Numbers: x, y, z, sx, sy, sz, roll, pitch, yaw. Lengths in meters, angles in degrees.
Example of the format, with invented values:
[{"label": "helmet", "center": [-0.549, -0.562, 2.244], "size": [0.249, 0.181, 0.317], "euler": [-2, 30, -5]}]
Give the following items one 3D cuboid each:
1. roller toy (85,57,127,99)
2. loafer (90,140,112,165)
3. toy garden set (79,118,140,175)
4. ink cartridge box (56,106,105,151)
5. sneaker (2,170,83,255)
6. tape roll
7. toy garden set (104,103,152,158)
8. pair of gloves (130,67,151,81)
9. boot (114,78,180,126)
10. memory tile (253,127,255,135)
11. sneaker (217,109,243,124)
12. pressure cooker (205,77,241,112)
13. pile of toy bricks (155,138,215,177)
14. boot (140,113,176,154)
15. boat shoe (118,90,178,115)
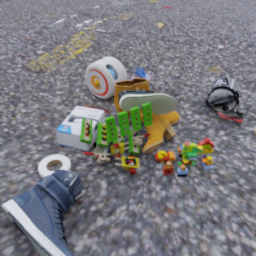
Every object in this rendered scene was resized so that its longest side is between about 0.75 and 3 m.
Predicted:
[{"label": "roller toy", "center": [-1.078, -2.288, 12.978], "size": [1.912, 1.744, 1.336], "euler": [25, 44, 29]}, {"label": "loafer", "center": [-0.945, 0.513, 10.196], "size": [0.645, 0.696, 1.851], "euler": [7, 38, 3]}, {"label": "toy garden set", "center": [-0.542, 0.562, 9.543], "size": [2.178, 0.435, 1.815], "euler": [14, 47, -19]}, {"label": "ink cartridge box", "center": [-1.784, -0.027, 10.867], "size": [1.257, 0.732, 1.739], "euler": [11, 39, 14]}, {"label": "sneaker", "center": [-1.759, 2.303, 7.516], "size": [2.915, 1.108, 2.106], "euler": [30, 49, 35]}, {"label": "tape roll", "center": [-2.493, 1.341, 9.526], "size": [1.086, 0.198, 1.086], "euler": [1, 38, -1]}, {"label": "toy garden set", "center": [0.031, 0.082, 9.523], "size": [1.802, 1.502, 0.360], "euler": [-22, 28, -29]}, {"label": "pair of gloves", "center": [0.609, -2.373, 13.477], "size": [0.937, 0.133, 1.165], "euler": [31, 58, -14]}, {"label": "boot", "center": [0.803, -1.029, 11.174], "size": [2.727, 1.952, 0.959], "euler": [0, 38, -1]}, {"label": "memory tile", "center": [6.139, 0.667, 10.385], "size": [2.077, 0.227, 2.710], "euler": [-6, 38, -8]}, {"label": "sneaker", "center": [4.237, -0.562, 11.544], "size": [1.072, 0.524, 0.379], "euler": [15, 30, 16]}, {"label": "pressure cooker", "center": [4.175, -1.389, 12.203], "size": [1.320, 1.300, 1.478], "euler": [26, 44, 8]}, {"label": "pile of toy bricks", "center": [2.020, 0.875, 9.452], "size": [2.075, 1.025, 1.151], "euler": [-3, 38, -4]}, {"label": "boot", "center": [0.819, 0.057, 10.396], "size": [1.964, 0.691, 1.406], "euler": [-27, 73, -44]}, {"label": "boat shoe", "center": [0.682, -0.983, 10.045], "size": [2.261, 0.845, 0.750], "euler": [-3, 35, -20]}]
